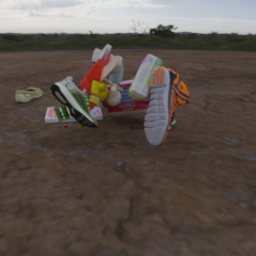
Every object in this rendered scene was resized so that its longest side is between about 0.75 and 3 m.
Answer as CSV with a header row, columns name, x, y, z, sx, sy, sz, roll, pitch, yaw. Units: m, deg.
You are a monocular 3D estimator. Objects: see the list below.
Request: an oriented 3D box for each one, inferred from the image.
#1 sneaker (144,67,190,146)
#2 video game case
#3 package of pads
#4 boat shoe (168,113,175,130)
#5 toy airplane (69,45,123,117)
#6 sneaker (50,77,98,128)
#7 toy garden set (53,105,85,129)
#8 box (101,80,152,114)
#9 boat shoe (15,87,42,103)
name,x,y,z,sx,sy,sz,roll,pitch,yaw
sneaker,1.359,-0.615,8.988,1.389,2.480,0.962,9,0,-41
video game case,-2.547,-0.684,13.160,2.502,0.218,1.789,-4,21,-11
package of pads,0.533,-1.683,9.837,0.615,1.394,1.805,25,-1,-5
boat shoe,1.595,-0.276,11.703,0.542,0.480,1.480,9,22,22
toy airplane,-1.017,-1.688,10.602,1.958,2.763,2.775,38,18,-12
sneaker,-1.554,-0.862,9.250,0.787,2.047,0.907,-5,40,53
toy garden set,-2.053,-0.409,10.292,0.241,1.009,1.210,-19,5,33
box,0.133,-1.416,12.016,2.451,1.170,1.222,-4,16,28
boat shoe,-5.642,-2.021,16.006,0.810,0.699,2.222,6,22,16
